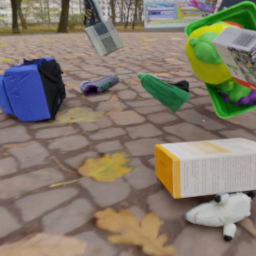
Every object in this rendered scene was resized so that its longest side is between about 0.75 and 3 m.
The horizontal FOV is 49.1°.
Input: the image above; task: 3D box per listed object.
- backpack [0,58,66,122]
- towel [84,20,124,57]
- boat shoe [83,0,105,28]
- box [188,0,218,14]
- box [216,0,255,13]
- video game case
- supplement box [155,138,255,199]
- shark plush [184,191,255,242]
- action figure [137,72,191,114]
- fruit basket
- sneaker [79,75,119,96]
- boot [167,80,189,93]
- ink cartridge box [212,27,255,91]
[{"bbox_3d":[-3.725,-1.699,11.074,2.273,2.201,2.709,0,24,6],"label":"backpack"},{"bbox_3d":[-0.765,-2.862,9.013,1.000,1.039,0.179,-29,2,-21],"label":"towel"},{"bbox_3d":[-1.367,-4.117,10.038,0.704,1.551,0.549,-41,47,-10],"label":"boat shoe"},{"bbox_3d":[2.766,-4.692,10.103,1.201,0.821,0.235,2,22,-35],"label":"box"},{"bbox_3d":[3.966,-3.434,10.232,1.730,2.946,2.897,27,-1,14],"label":"box"},{"bbox_3d":[2.006,-4.951,11.553,2.724,0.300,2.479,-1,62,2],"label":"video game case"},{"bbox_3d":[1.941,0.852,6.440,2.380,0.875,1.500,-4,9,-8],"label":"supplement box"},{"bbox_3d":[2.011,1.498,5.721,1.835,0.833,0.764,-24,2,-35],"label":"shark plush"},{"bbox_3d":[0.905,-1.096,7.821,1.523,0.899,0.416,31,45,-7],"label":"action figure"},{"bbox_3d":[2.584,-1.787,7.041,2.238,3.102,3.102,-19,21,10],"label":"fruit basket"},{"bbox_3d":[-1.310,-1.996,13.802,2.053,0.764,0.899,-18,38,-14],"label":"sneaker"},{"bbox_3d":[2.287,-2.021,13.804,1.513,0.569,1.131,12,31,2],"label":"boot"},{"bbox_3d":[2.391,-1.041,5.279,0.448,1.778,0.969,-45,34,3],"label":"ink cartridge box"}]
